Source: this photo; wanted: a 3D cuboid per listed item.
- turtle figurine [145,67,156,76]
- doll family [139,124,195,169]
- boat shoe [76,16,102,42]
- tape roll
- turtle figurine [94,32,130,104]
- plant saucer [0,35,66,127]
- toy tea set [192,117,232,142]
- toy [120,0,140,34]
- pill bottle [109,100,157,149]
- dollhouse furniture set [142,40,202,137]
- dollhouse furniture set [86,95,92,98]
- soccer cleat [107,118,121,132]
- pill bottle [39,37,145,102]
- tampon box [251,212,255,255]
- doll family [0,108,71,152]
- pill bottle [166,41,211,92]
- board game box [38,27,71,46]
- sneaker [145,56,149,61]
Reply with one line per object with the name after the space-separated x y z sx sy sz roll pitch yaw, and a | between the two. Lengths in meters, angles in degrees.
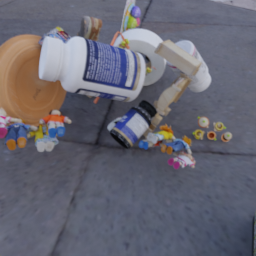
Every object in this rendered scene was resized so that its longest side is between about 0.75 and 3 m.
0.520 -1.779 9.028 0.757 0.610 0.244 -6 74 -45 | turtle figurine
1.191 0.412 7.653 1.668 0.752 1.035 32 27 33 | doll family
-1.487 -3.485 10.751 0.756 0.798 2.106 -10 -6 -22 | boat shoe
0.398 -2.746 11.125 2.231 2.231 0.780 7 51 9 | tape roll
-0.377 -1.952 9.983 0.805 2.500 2.016 23 7 41 | turtle figurine
-2.998 -1.426 8.977 0.477 2.957 2.957 15 40 31 | plant saucer
2.681 0.068 8.863 1.195 0.442 0.710 10 82 9 | toy tea set
0.131 -4.250 11.448 0.556 2.357 1.357 22 41 3 | toy
0.181 -0.120 8.127 0.773 0.773 1.382 32 73 35 | pill bottle
1.009 -1.211 8.747 1.216 2.747 1.424 37 33 8 | dollhouse furniture set
-1.207 -2.319 10.980 1.990 0.881 1.031 -43 34 17 | dollhouse furniture set
-0.296 -0.140 9.064 0.349 0.432 1.000 51 33 0 | soccer cleat
-1.023 -1.680 7.934 2.734 1.519 1.519 7 32 -27 | pill bottle
3.382 2.481 5.173 1.799 1.516 2.401 13 40 16 | tampon box
-2.673 0.086 7.442 2.231 1.006 1.385 1 27 -18 | doll family
2.089 -2.013 9.485 0.989 1.745 0.989 -21 50 28 | pill bottle
-2.004 -2.525 8.904 1.292 0.399 1.293 42 26 -15 | board game box
1.292 -3.713 14.026 0.736 0.491 1.286 15 45 8 | sneaker
